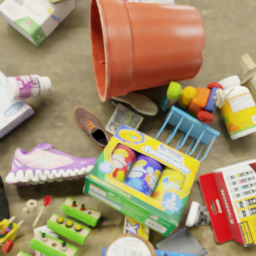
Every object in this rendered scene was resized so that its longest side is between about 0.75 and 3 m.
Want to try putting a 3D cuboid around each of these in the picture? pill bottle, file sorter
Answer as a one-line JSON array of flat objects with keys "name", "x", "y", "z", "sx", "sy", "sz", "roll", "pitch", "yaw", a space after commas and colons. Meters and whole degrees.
[{"name": "pill bottle", "x": -2.330, "y": 3.538, "z": 8.160, "sx": 0.738, "sy": 0.738, "sz": 1.268, "roll": -14, "pitch": 80, "yaw": -2}, {"name": "file sorter", "x": 1.695, "y": 0.281, "z": 8.477, "sx": 1.556, "sy": 1.079, "sz": 0.954, "roll": 31, "pitch": 72, "yaw": 5}, {"name": "pill bottle", "x": -3.019, "y": -1.246, "z": 8.538, "sx": 1.226, "sy": 0.688, "sz": 0.688, "roll": -16, "pitch": 78, "yaw": -41}, {"name": "pill bottle", "x": 3.386, "y": -0.639, "z": 8.739, "sx": 1.005, "sy": 1.005, "sz": 1.811, "roll": -19, "pitch": 80, "yaw": -3}]

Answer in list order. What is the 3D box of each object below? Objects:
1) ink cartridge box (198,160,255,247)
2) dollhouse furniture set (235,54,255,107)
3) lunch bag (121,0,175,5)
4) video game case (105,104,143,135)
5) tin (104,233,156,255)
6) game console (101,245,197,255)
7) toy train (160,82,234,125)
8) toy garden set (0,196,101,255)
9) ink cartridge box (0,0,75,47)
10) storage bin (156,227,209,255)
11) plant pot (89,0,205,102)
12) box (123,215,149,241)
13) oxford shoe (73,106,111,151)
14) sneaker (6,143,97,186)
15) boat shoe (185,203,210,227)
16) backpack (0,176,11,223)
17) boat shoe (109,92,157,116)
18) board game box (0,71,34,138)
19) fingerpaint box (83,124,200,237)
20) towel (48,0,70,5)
[{"name": "ink cartridge box", "x": 3.342, "y": 2.202, "z": 8.253, "sx": 1.895, "sy": 0.905, "sz": 2.158, "roll": -15, "pitch": 81, "yaw": -6}, {"name": "dollhouse furniture set", "x": 4.249, "y": -1.604, "z": 9.172, "sx": 1.428, "sy": 0.898, "sz": 1.614, "roll": -26, "pitch": 80, "yaw": -29}, {"name": "lunch bag", "x": 0.397, "y": -4.211, "z": 9.269, "sx": 1.957, "sy": 1.244, "sz": 1.660, "roll": -14, "pitch": 79, "yaw": 4}, {"name": "video game case", "x": -0.140, "y": -0.127, "z": 8.909, "sx": 0.891, "sy": 0.114, "sz": 0.980, "roll": 31, "pitch": 106, "yaw": 5}, {"name": "tin", "x": -0.073, "y": 3.982, "z": 7.094, "sx": 1.415, "sy": 0.529, "sz": 2.528, "roll": 3, "pitch": 61, "yaw": 15}, {"name": "game console", "x": 0.589, "y": 4.773, "z": 7.702, "sx": 2.820, "sy": 1.669, "sz": 2.407, "roll": 3, "pitch": 125, "yaw": 10}, {"name": "toy train", "x": 1.805, "y": -0.911, "z": 7.931, "sx": 1.566, "sy": 2.707, "sz": 1.146, "roll": 20, "pitch": 78, "yaw": 6}, {"name": "toy garden set", "x": -2.205, "y": 2.605, "z": 7.485, "sx": 2.177, "sy": 2.611, "sz": 0.521, "roll": 20, "pitch": 118, "yaw": 12}, {"name": "ink cartridge box", "x": -2.994, "y": -4.039, "z": 9.391, "sx": 1.471, "sy": 0.853, "sz": 2.031, "roll": 39, "pitch": 81, "yaw": 6}, {"name": "storage bin", "x": 1.475, "y": 3.549, "z": 8.109, "sx": 1.358, "sy": 0.988, "sz": 0.912, "roll": -31, "pitch": 71, "yaw": -5}, {"name": "plant pot", "x": 0.488, "y": -2.367, "z": 8.214, "sx": 2.852, "sy": 2.933, "sz": 2.933, "roll": -7, "pitch": 80, "yaw": -12}, {"name": "box", "x": 0.244, "y": 2.934, "z": 8.292, "sx": 0.732, "sy": 0.672, "sz": 2.090, "roll": 7, "pitch": 80, "yaw": 1}, {"name": "oxford shoe", "x": -1.109, "y": -0.050, "z": 8.824, "sx": 0.627, "sy": 0.639, "sz": 1.761, "roll": -42, "pitch": 83, "yaw": -6}, {"name": "sneaker", "x": -2.278, "y": 1.020, "z": 8.469, "sx": 2.757, "sy": 1.109, "sz": 1.219, "roll": -5, "pitch": 72, "yaw": 0}, {"name": "boat shoe", "x": 1.997, "y": 2.464, "z": 7.800, "sx": 0.586, "sy": 1.768, "sz": 0.618, "roll": 18, "pitch": 83, "yaw": 20}, {"name": "backpack", "x": -4.832, "y": 2.375, "z": 7.897, "sx": 2.608, "sy": 1.651, "sz": 2.176, "roll": -17, "pitch": 75, "yaw": -3}, {"name": "boat shoe", "x": 0.136, "y": -0.749, "z": 8.974, "sx": 1.658, "sy": 0.513, "sz": 0.621, "roll": 20, "pitch": 59, "yaw": 7}, {"name": "board game box", "x": -4.846, "y": -0.685, "z": 8.773, "sx": 2.654, "sy": 0.576, "sz": 2.641, "roll": -39, "pitch": 78, "yaw": -12}, {"name": "fingerpaint box", "x": 0.423, "y": 1.367, "z": 7.879, "sx": 2.593, "sy": 0.951, "sz": 2.163, "roll": 27, "pitch": 50, "yaw": 8}, {"name": "towel", "x": -2.281, "y": -4.753, "z": 9.034, "sx": 1.176, "sy": 0.186, "sz": 1.638, "roll": -27, "pitch": 81, "yaw": -16}]
